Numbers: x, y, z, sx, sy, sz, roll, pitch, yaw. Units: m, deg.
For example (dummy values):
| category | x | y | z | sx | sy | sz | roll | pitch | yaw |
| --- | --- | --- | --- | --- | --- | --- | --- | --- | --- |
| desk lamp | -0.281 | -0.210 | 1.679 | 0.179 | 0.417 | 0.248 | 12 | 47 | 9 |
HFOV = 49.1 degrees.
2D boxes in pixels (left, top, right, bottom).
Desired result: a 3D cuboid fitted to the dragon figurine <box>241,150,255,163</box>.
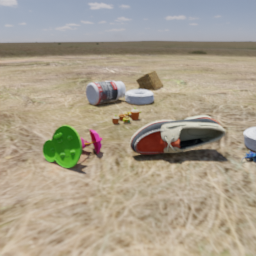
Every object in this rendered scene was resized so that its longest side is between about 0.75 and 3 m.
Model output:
| category | x | y | z | sx | sy | sz | roll | pitch | yaw |
| --- | --- | --- | --- | --- | --- | --- | --- | --- | --- |
| dragon figurine | 3.871 | 0.900 | 8.667 | 0.873 | 0.257 | 0.434 | -15 | 24 | -41 |

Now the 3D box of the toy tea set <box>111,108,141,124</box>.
| category | x | y | z | sx | sy | sz | roll | pitch | yaw |
| --- | --- | --- | --- | --- | --- | --- | --- | --- | --- |
| toy tea set | -0.102 | -0.576 | 12.499 | 0.881 | 0.549 | 1.482 | 12 | 22 | 30 |

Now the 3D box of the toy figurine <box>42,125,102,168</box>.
| category | x | y | z | sx | sy | sz | roll | pitch | yaw |
| --- | --- | --- | --- | --- | --- | --- | --- | --- | --- |
| toy figurine | -1.582 | 0.568 | 8.904 | 1.675 | 1.258 | 1.542 | -17 | -7 | 33 |

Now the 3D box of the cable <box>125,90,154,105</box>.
| category | x | y | z | sx | sy | sz | roll | pitch | yaw |
| --- | --- | --- | --- | --- | --- | --- | --- | --- | --- |
| cable | 0.659 | -1.753 | 15.876 | 1.653 | 0.572 | 1.653 | 16 | 25 | 38 |

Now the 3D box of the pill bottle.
| category | x | y | z | sx | sy | sz | roll | pitch | yaw |
| --- | --- | --- | --- | --- | --- | --- | --- | --- | --- |
| pill bottle | -1.225 | -2.023 | 15.722 | 2.062 | 1.195 | 1.195 | -15 | 24 | -38 |

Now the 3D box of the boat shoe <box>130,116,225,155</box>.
| category | x | y | z | sx | sy | sz | roll | pitch | yaw |
| --- | --- | --- | --- | --- | --- | --- | --- | --- | --- |
| boat shoe | 1.542 | 0.312 | 8.853 | 2.961 | 1.054 | 0.926 | -12 | 27 | -7 |

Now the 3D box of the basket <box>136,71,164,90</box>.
| category | x | y | z | sx | sy | sz | roll | pitch | yaw |
| --- | --- | --- | --- | --- | --- | --- | --- | --- | --- |
| basket | 1.481 | -3.141 | 19.940 | 1.282 | 1.338 | 1.797 | -28 | 5 | 30 |

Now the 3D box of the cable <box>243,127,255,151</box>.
| category | x | y | z | sx | sy | sz | roll | pitch | yaw |
| --- | --- | --- | --- | --- | --- | --- | --- | --- | --- |
| cable | 4.813 | 0.414 | 9.651 | 1.586 | 0.549 | 1.586 | 6 | 22 | 20 |
